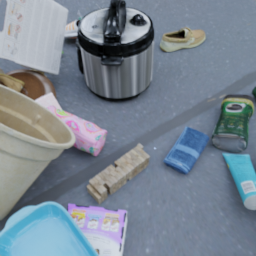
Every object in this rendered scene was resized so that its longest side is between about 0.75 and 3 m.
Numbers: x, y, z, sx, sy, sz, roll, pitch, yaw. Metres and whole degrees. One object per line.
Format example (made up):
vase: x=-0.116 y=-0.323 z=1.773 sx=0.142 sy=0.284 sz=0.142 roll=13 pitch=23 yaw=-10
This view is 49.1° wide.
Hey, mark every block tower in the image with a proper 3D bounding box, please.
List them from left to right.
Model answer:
block tower: x=-0.204 y=1.206 z=7.515 sx=1.873 sy=0.506 sz=0.542 roll=-36 pitch=60 yaw=-25

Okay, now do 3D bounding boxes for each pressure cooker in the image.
pressure cooker: x=-0.360 y=-2.625 z=9.148 sx=2.535 sy=2.838 sz=2.496 roll=-33 pitch=57 yaw=-23

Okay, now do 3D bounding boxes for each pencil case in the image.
pencil case: x=-1.587 y=0.060 z=7.958 sx=1.963 sy=0.858 sz=0.858 roll=26 pitch=54 yaw=6

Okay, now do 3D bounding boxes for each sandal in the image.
sandal: x=-1.780 y=-3.991 z=11.225 sx=2.283 sy=0.654 sz=0.875 roll=4 pitch=15 yaw=28

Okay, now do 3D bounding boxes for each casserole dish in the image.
casserole dish: x=-1.491 y=2.718 z=5.493 sx=1.636 sy=0.524 sz=2.701 roll=-34 pitch=58 yaw=-22

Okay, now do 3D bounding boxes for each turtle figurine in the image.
turtle figurine: x=-1.348 y=-4.449 z=11.935 sx=1.299 sy=0.874 sz=1.736 roll=-30 pitch=70 yaw=-9

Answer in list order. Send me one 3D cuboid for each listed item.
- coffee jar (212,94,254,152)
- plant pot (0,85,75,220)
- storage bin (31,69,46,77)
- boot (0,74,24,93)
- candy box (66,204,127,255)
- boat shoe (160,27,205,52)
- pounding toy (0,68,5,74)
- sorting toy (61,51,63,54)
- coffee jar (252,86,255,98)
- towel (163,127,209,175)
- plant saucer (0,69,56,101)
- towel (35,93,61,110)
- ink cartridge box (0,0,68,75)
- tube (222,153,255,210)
coffee jar: x=3.197 y=-0.215 z=8.440 sx=0.980 sy=0.802 sz=1.880 roll=6 pitch=49 yaw=29
plant pot: x=-3.027 y=0.643 z=6.355 sx=2.737 sy=2.737 sz=2.506 roll=37 pitch=99 yaw=26
storage bin: x=-3.389 y=-1.211 z=9.387 sx=1.439 sy=0.679 sz=1.449 roll=-13 pitch=52 yaw=-11
boot: x=-3.722 y=-1.067 z=8.451 sx=0.893 sy=0.337 sz=1.020 roll=19 pitch=71 yaw=-1
candy box: x=-0.827 y=2.667 z=6.249 sx=1.413 sy=0.602 sz=1.684 roll=6 pitch=50 yaw=5
boat shoe: x=2.288 y=-3.687 z=11.405 sx=2.088 sy=0.693 sz=0.773 roll=-22 pitch=54 yaw=-17
pounding toy: x=-4.638 y=-1.207 z=8.846 sx=1.575 sy=1.570 sz=2.745 roll=0 pitch=31 yaw=12
sorting toy: x=-3.140 y=-2.914 z=10.995 sx=1.135 sy=0.167 sz=0.839 roll=16 pitch=76 yaw=5
coffee jar: x=4.700 y=-0.843 z=9.092 sx=0.720 sy=0.589 sz=1.380 roll=5 pitch=45 yaw=-30
towel: x=1.675 y=0.622 z=7.963 sx=0.785 sy=0.341 sz=1.407 roll=24 pitch=60 yaw=28
plant saucer: x=-3.373 y=-0.999 z=8.844 sx=2.126 sy=0.389 sz=2.126 roll=2 pitch=71 yaw=-7
towel: x=-2.586 y=-0.254 z=8.488 sx=1.305 sy=0.210 sz=1.247 roll=-32 pitch=93 yaw=-22
ink cartridge box: x=-3.068 y=-2.986 z=8.439 sx=0.702 sy=2.803 sz=2.255 roll=13 pitch=94 yaw=29
tube: x=3.042 y=1.253 z=7.352 sx=0.745 sy=0.485 sz=1.925 roll=7 pitch=32 yaw=2
